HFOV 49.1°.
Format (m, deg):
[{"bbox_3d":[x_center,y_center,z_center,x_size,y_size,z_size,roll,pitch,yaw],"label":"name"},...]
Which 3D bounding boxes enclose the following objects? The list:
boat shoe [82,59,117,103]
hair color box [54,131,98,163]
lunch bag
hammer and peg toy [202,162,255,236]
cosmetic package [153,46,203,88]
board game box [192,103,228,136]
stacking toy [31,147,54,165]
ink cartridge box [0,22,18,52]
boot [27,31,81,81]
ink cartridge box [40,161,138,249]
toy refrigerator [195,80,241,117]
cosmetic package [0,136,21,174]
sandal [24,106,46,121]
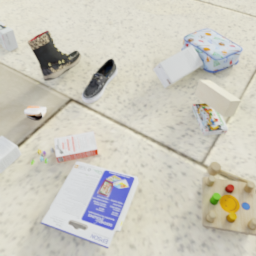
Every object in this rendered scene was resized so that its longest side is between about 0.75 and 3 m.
[{"bbox_3d":[-1.258,-2.168,12.456,0.872,0.826,2.495,25,59,22],"label":"boat shoe"},{"bbox_3d":[-1.916,0.697,10.309,1.488,0.476,0.825,-10,57,-10],"label":"hair color box"},{"bbox_3d":[4.142,-3.820,13.800,2.184,1.030,2.726,-24,53,-21],"label":"lunch bag"},{"bbox_3d":[3.245,2.109,8.905,1.763,0.845,2.396,8,50,7],"label":"hammer and peg toy"},{"bbox_3d":[2.304,-2.803,12.825,2.126,0.787,1.081,-31,89,-23],"label":"cosmetic package"},{"bbox_3d":[3.292,-0.388,11.376,0.972,0.267,1.540,-7,51,-7],"label":"board game box"},{"bbox_3d":[-3.064,1.037,10.062,0.612,0.191,0.812,-9,35,14],"label":"stacking toy"},{"bbox_3d":[-6.469,-4.769,14.547,1.455,1.060,0.602,35,56,25],"label":"ink cartridge box"},{"bbox_3d":[-3.311,-3.496,12.795,0.921,1.895,2.516,2,38,39],"label":"boot"},{"bbox_3d":[-1.128,2.325,8.753,2.317,0.551,2.345,12,55,20],"label":"ink cartridge box"},{"bbox_3d":[3.542,-1.207,11.186,0.645,0.700,1.845,-5,34,-29],"label":"toy refrigerator"},{"bbox_3d":[-4.743,1.165,9.864,0.864,0.629,1.699,28,57,22],"label":"cosmetic package"},{"bbox_3d":[-3.705,-0.521,11.022,0.693,0.518,1.808,4,11,-5],"label":"sandal"}]
